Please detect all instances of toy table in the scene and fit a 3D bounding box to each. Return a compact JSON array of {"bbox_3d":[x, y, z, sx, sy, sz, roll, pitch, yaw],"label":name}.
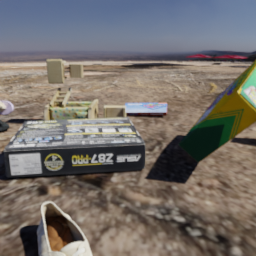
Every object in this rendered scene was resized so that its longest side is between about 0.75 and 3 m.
[{"bbox_3d":[-5.018,-0.809,10.941,0.874,0.803,0.512,-7,-2,18],"label":"toy table"}]

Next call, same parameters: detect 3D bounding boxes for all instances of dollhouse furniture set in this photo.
[{"bbox_3d":[-1.389,-1.116,9.254,2.529,2.237,1.406,0,17,3],"label":"dollhouse furniture set"}]

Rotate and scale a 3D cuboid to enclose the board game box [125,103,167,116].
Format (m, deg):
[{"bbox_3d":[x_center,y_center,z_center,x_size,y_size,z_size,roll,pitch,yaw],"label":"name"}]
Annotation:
[{"bbox_3d":[0.672,-0.741,11.143,1.720,0.167,0.885,0,31,10],"label":"board game box"}]

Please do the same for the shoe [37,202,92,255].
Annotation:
[{"bbox_3d":[-0.837,1.522,3.499,0.622,0.475,1.778,-8,19,-26],"label":"shoe"}]

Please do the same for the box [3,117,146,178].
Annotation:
[{"bbox_3d":[-1.252,0.352,6.989,2.971,0.730,2.395,-3,18,-10],"label":"box"}]

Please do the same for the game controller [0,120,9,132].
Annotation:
[{"bbox_3d":[-4.531,-0.058,9.275,0.757,0.306,1.452,-31,32,-34],"label":"game controller"}]

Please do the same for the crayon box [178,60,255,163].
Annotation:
[{"bbox_3d":[2.509,-0.572,6.578,0.721,2.135,2.474,42,52,6],"label":"crayon box"}]
